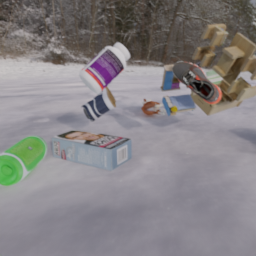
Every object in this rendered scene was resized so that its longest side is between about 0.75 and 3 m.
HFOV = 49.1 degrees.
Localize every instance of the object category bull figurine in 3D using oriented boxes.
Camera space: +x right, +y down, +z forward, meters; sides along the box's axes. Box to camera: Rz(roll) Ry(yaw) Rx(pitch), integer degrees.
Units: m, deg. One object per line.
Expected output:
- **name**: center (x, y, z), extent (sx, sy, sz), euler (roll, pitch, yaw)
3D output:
- **bull figurine**: center (1.572, -1.310, 17.768), extent (1.650, 0.885, 2.719), euler (2, 15, 9)

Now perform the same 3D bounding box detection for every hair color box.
- **hair color box**: center (-1.324, 0.728, 10.096), extent (2.647, 0.803, 1.310), euler (8, 17, 30)

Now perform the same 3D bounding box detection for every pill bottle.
- **pill bottle**: center (-0.618, -1.663, 7.693), extent (1.413, 0.795, 0.795), euler (-45, 28, -10)

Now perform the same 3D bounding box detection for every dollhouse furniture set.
- **dollhouse furniture set**: center (3.801, -2.023, 10.364), extent (1.883, 2.834, 2.484), euler (-17, 55, -31)
- **dollhouse furniture set**: center (1.987, -1.327, 9.816), extent (1.516, 1.048, 1.606), euler (-8, 53, -8)

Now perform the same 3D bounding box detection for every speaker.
- **speaker**: center (-3.356, 0.960, 8.866), extent (1.009, 1.009, 2.283), euler (1, 15, 3)

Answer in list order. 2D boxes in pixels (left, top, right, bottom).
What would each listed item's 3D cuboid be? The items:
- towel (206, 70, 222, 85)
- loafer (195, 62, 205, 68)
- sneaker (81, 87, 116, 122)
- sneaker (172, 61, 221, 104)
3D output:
- **towel**: center (4.072, -1.895, 12.371), extent (1.100, 1.443, 0.169), euler (-9, -3, 34)
- **loafer**: center (3.409, -2.893, 12.802), extent (0.958, 0.302, 0.344), euler (-24, 2, -35)
- **sneaker**: center (-1.131, -0.938, 10.864), extent (1.196, 0.773, 2.205), euler (-32, 15, 6)
- **sneaker**: center (2.098, -1.538, 8.858), extent (1.954, 0.753, 0.800), euler (44, 21, 27)
